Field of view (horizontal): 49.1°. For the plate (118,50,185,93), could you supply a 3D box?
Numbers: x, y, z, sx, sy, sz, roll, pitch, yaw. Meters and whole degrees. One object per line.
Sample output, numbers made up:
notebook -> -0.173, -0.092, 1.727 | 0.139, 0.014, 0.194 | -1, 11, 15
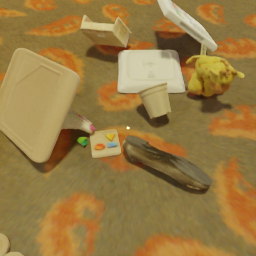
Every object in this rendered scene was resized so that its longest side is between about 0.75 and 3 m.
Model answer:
plate -> 0.761, -2.086, 9.730 | 2.228, 0.361, 2.233 | 0, 51, -1

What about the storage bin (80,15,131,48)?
storage bin -> -0.793, -3.456, 9.998 | 1.339, 1.329, 0.627 | 13, 88, 21

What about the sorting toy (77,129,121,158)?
sorting toy -> -0.825, 0.435, 7.789 | 1.147, 0.169, 0.848 | -8, 52, -7

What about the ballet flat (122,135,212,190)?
ballet flat -> 0.922, 0.950, 7.186 | 2.452, 0.568, 0.826 | 26, 19, 14

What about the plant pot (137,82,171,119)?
plant pot -> 0.826, -0.762, 8.151 | 0.941, 0.941, 0.861 | -19, 92, -15

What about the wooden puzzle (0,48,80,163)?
wooden puzzle -> -2.544, -0.691, 7.514 | 2.619, 0.488, 2.423 | 29, 99, 32

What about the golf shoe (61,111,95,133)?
golf shoe -> -1.798, -0.193, 8.005 | 1.722, 0.649, 0.788 | 28, 84, 5

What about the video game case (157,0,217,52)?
video game case -> 2.027, -3.765, 9.890 | 2.133, 0.278, 2.343 | 28, 31, -21

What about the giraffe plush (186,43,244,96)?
giraffe plush -> 2.619, -1.555, 8.236 | 1.431, 1.658, 1.345 | -26, 32, -6

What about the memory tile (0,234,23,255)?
memory tile -> -3.005, 3.118, 5.584 | 2.440, 0.205, 1.870 | 30, 57, 23
